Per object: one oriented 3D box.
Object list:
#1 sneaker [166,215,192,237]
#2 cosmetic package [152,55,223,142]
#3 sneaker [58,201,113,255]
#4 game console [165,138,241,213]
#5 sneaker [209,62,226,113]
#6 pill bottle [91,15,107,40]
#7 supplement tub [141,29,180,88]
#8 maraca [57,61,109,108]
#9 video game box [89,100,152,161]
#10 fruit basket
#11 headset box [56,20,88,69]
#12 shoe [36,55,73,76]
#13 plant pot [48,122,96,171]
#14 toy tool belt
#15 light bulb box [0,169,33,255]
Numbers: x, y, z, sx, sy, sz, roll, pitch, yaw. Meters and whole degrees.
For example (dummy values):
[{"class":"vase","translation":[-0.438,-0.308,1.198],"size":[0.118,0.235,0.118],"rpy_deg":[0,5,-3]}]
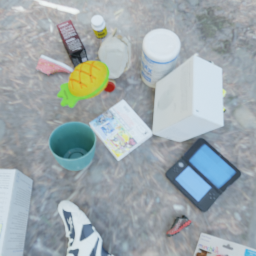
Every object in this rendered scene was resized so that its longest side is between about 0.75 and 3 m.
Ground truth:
[{"class":"sneaker","translation":[1.496,2.987,8.583],"size":[0.892,0.315,0.436],"rpy_deg":[-29,69,-15]},{"class":"cosmetic package","translation":[1.905,-0.841,9.084],"size":[1.249,2.033,2.026],"rpy_deg":[16,66,-24]},{"class":"sneaker","translation":[-1.597,3.595,7.887],"size":[1.814,1.113,2.788],"rpy_deg":[-34,82,-22]},{"class":"game console","translation":[2.320,1.458,8.789],"size":[1.729,1.023,1.476],"rpy_deg":[44,56,17]},{"class":"sneaker","translation":[3.082,-1.409,10.234],"size":[0.799,0.789,2.092],"rpy_deg":[3,78,-6]},{"class":"pill bottle","translation":[-1.062,-3.687,10.293],"size":[0.506,0.886,0.506],"rpy_deg":[-1,76,4]},{"class":"supplement tub","translation":[1.093,-2.401,9.940],"size":[1.269,1.924,1.269],"rpy_deg":[0,67,0]},{"class":"maraca","translation":[-1.327,-1.296,8.264],"size":[1.764,0.944,1.209],"rpy_deg":[-34,52,6]},{"class":"video game box","translation":[-0.259,0.062,9.750],"size":[1.520,0.390,1.668],"rpy_deg":[-35,71,-16]},{"class":"fruit basket","translation":[2.276,4.020,7.373],"size":[1.023,2.022,2.183],"rpy_deg":[31,71,-26]},{"class":"headset box","translation":[-2.099,-3.143,10.624],"size":[0.616,1.220,1.641],"rpy_deg":[-24,70,-8]},{"class":"shoe","translation":[-2.820,-2.228,10.689],"size":[1.361,0.486,0.619],"rpy_deg":[23,86,2]},{"class":"plant pot","translation":[-1.711,0.710,8.984],"size":[1.428,1.146,1.428],"rpy_deg":[1,53,-1]},{"class":"toy tool belt","translation":[-0.568,-2.439,10.138],"size":[1.272,2.038,1.252],"rpy_deg":[6,45,-8]},{"class":"light bulb box","translation":[-4.427,2.664,7.951],"size":[2.727,1.717,2.751],"rpy_deg":[1,68,0]}]
